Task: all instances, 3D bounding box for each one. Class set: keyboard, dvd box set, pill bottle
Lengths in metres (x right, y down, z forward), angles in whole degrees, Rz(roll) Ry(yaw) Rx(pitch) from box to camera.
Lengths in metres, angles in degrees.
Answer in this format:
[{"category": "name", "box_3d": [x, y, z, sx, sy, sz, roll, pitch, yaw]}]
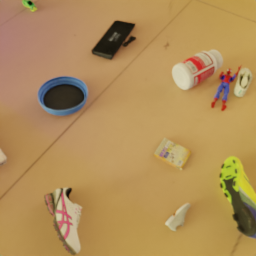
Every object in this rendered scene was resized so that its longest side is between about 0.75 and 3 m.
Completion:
[{"category": "keyboard", "box_3d": [-0.487, -4.236, 13.511, 1.594, 0.340, 2.654, 18, 59, 19]}, {"category": "dvd box set", "box_3d": [1.627, 0.939, 10.214, 1.141, 0.168, 0.835, 27, 61, 17]}, {"category": "pill bottle", "box_3d": [2.975, -2.529, 11.889, 2.028, 1.138, 1.138, -29, 62, -18]}]

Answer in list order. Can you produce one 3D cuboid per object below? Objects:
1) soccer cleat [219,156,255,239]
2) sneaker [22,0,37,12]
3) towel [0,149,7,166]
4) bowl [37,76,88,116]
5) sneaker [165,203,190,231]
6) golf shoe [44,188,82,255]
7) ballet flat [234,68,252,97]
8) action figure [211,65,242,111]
[{"category": "soccer cleat", "box_3d": [3.780, 2.221, 9.140, 1.139, 0.881, 2.724, 17, 48, -25]}, {"category": "sneaker", "box_3d": [-5.287, -6.669, 14.996, 1.109, 0.463, 0.411, 39, 66, 23]}, {"category": "towel", "box_3d": [-5.972, 1.008, 10.033, 2.431, 0.410, 2.546, -34, 63, -21]}, {"category": "bowl", "box_3d": [-2.642, -1.311, 11.435, 2.017, 0.396, 2.017, 2, 51, -2]}, {"category": "sneaker", "box_3d": [1.662, 2.842, 8.894, 1.033, 0.391, 0.475, -40, 72, -14]}, {"category": "golf shoe", "box_3d": [-1.844, 2.789, 8.646, 0.980, 0.773, 2.129, -23, 60, -14]}, {"category": "ballet flat", "box_3d": [4.978, -2.047, 11.928, 0.627, 0.627, 1.748, 20, 58, 12]}, {"category": "action figure", "box_3d": [4.053, -1.867, 11.550, 0.719, 1.090, 2.202, 19, 56, 11]}]
